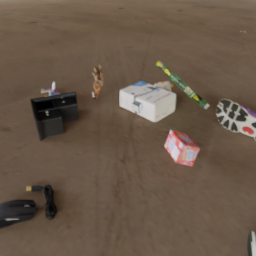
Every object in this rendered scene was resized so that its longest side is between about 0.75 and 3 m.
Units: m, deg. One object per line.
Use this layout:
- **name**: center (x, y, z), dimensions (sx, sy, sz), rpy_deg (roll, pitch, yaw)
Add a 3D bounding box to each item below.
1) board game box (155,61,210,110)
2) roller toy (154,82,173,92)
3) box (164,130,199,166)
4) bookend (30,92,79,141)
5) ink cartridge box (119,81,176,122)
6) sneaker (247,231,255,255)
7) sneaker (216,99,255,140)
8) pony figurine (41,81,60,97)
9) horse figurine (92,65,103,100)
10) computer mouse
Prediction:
- **board game box**: center (2.364, -1.915, 12.347), dimensions (1.440, 0.322, 2.748), rpy_deg (28, 20, -48)
- **roller toy**: center (1.734, -1.991, 14.012), dimensions (0.912, 0.637, 0.832), rpy_deg (3, 21, 34)
- **box**: center (1.802, 0.670, 9.565), dimensions (0.635, 0.688, 1.341), rpy_deg (15, 16, -14)
- **bookend**: center (-2.909, -0.552, 11.726), dimensions (1.990, 0.922, 2.003), rpy_deg (-12, 35, -18)
- **ink cartridge box**: center (0.886, -1.250, 12.828), dimensions (2.118, 0.909, 1.551), rpy_deg (26, 41, 36)
- **sneaker**: center (3.271, 3.071, 6.394), dimensions (0.872, 0.604, 1.443), rpy_deg (1, 40, 10)
- **sneaker**: center (4.918, -0.249, 11.438), dimensions (2.839, 1.144, 1.184), rpy_deg (36, 31, 30)
- **pony figurine**: center (-3.856, -1.786, 13.982), dimensions (0.904, 0.753, 0.873), rpy_deg (-10, 66, -21)
- **horse figurine**: center (-1.509, -2.332, 13.824), dimensions (0.440, 1.168, 1.762), rpy_deg (-3, 39, 6)
- **computer mouse**: center (-3.064, 2.120, 8.035), dimensions (1.946, 0.448, 1.366), rpy_deg (-7, 34, -11)
